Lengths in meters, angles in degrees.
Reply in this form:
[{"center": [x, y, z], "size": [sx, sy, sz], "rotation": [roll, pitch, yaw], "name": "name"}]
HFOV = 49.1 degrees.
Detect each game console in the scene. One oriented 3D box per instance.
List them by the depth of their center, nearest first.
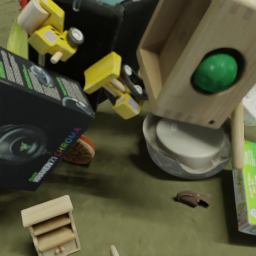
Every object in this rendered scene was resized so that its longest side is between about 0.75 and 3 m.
[{"center": [-0.712, -1.697, 5.802], "size": [2.293, 2.607, 1.517], "rotation": [16, 51, -6], "name": "game console"}]

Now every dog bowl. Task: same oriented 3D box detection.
[{"center": [1.649, 0.298, 7.598], "size": [2.525, 0.741, 2.525], "rotation": [1, 41, -1], "name": "dog bowl"}]

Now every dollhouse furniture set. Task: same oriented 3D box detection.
[{"center": [-1.065, 2.340, 4.662], "size": [1.807, 1.280, 1.967], "rotation": [-16, 36, -17], "name": "dollhouse furniture set"}]

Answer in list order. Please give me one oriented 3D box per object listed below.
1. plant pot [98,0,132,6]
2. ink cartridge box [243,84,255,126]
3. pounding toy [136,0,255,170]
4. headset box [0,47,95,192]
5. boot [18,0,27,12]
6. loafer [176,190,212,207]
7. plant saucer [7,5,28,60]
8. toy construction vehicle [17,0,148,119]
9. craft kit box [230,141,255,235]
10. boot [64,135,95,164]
[{"center": [-0.415, -2.969, 6.231], "size": [1.540, 1.540, 1.037], "rotation": [-33, 95, -33], "name": "plant pot"}, {"center": [2.713, -1.644, 6.485], "size": [1.942, 1.131, 2.667], "rotation": [-41, 88, 4], "name": "ink cartridge box"}, {"center": [1.379, -1.044, 4.581], "size": [1.757, 2.275, 2.472], "rotation": [12, 41, -20], "name": "pounding toy"}, {"center": [-2.068, -0.123, 4.386], "size": [2.278, 1.983, 1.057], "rotation": [23, 27, -45], "name": "headset box"}, {"center": [-2.750, -3.128, 7.528], "size": [2.133, 2.956, 1.070], "rotation": [46, 25, -10], "name": "boot"}, {"center": [1.517, 1.631, 6.415], "size": [0.809, 0.295, 0.287], "rotation": [5, 40, 6], "name": "loafer"}, {"center": [-2.284, -1.997, 6.683], "size": [0.300, 1.934, 1.934], "rotation": [8, 24, -49], "name": "plant saucer"}, {"center": [-1.166, -0.786, 5.004], "size": [2.188, 2.513, 0.885], "rotation": [-21, 38, 38], "name": "toy construction vehicle"}, {"center": [3.332, 1.388, 6.027], "size": [2.064, 0.507, 2.090], "rotation": [17, 49, -5], "name": "craft kit box"}, {"center": [-1.682, 0.079, 7.821], "size": [2.440, 0.916, 1.308], "rotation": [25, 41, 27], "name": "boot"}]
